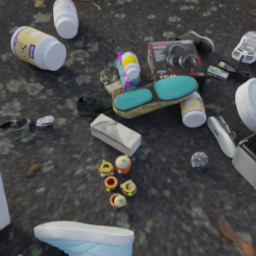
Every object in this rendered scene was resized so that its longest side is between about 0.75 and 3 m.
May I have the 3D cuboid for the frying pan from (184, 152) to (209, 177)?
[{"bbox_3d":[1.996,1.046,8.442,0.901,0.147,0.545,-25,55,3],"label":"frying pan"}]

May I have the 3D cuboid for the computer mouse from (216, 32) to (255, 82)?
[{"bbox_3d":[4.871,-2.976,11.562,1.520,0.608,2.772,30,62,26],"label":"computer mouse"}]

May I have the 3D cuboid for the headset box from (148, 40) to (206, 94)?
[{"bbox_3d":[1.779,-2.421,10.867,1.815,0.942,2.440,-4,53,-2],"label":"headset box"}]

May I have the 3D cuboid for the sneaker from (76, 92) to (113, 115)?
[{"bbox_3d":[-1.144,-0.845,9.739,1.347,0.772,0.515,-1,53,-4],"label":"sneaker"}]

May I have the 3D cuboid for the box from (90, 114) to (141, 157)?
[{"bbox_3d":[-0.407,0.231,9.015,1.577,0.539,0.648,27,56,20],"label":"box"}]

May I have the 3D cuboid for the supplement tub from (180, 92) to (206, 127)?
[{"bbox_3d":[2.193,-0.635,9.551,0.767,0.767,1.054,0,52,0],"label":"supplement tub"}]

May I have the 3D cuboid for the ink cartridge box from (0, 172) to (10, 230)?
[{"bbox_3d":[-4.322,1.898,6.625,2.292,1.658,1.687,-13,84,-10],"label":"ink cartridge box"}]

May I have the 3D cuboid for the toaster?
[{"bbox_3d":[4.294,0.965,8.049,1.734,1.138,1.918,-26,56,-19],"label":"toaster"}]

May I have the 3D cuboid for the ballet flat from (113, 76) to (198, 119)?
[{"bbox_3d":[0.914,-1.014,9.630,2.910,1.029,1.029,-17,53,-1],"label":"ballet flat"}]

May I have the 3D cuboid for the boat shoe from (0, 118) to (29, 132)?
[{"bbox_3d":[-3.812,-0.110,9.351,0.950,0.321,0.341,-16,74,-9],"label":"boat shoe"}]

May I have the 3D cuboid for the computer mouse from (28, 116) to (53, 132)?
[{"bbox_3d":[-2.946,-0.156,9.522,0.873,0.192,0.479,-14,42,-4],"label":"computer mouse"}]

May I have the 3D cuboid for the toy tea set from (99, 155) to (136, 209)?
[{"bbox_3d":[-0.262,1.471,7.992,0.952,0.592,1.600,-13,53,-10],"label":"toy tea set"}]

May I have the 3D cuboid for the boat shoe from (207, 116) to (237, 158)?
[{"bbox_3d":[3.142,0.223,8.999,0.521,0.579,1.637,-13,51,-8],"label":"boat shoe"}]

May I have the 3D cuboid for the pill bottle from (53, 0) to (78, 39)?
[{"bbox_3d":[-2.853,-4.993,12.830,1.061,1.061,1.872,-9,52,-7],"label":"pill bottle"}]

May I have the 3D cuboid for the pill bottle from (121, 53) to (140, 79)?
[{"bbox_3d":[0.097,-2.196,9.976,0.548,0.548,1.004,-7,48,-6],"label":"pill bottle"}]

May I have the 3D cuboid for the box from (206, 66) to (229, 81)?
[{"bbox_3d":[3.568,-2.179,11.190,0.783,0.136,0.431,25,56,18],"label":"box"}]

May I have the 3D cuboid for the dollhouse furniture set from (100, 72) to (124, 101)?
[{"bbox_3d":[-0.557,-1.684,10.547,0.618,0.528,1.193,-23,55,-17],"label":"dollhouse furniture set"}]

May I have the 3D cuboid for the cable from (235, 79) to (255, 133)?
[{"bbox_3d":[4.261,-0.711,9.135,1.803,0.624,1.803,-28,91,-37],"label":"cable"}]

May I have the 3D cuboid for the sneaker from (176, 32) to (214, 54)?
[{"bbox_3d":[2.825,-3.515,11.957,0.897,0.632,1.689,-25,44,-18],"label":"sneaker"}]

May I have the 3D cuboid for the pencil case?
[{"bbox_3d":[0.020,-2.038,10.629,0.776,0.843,1.824,-30,49,18],"label":"pencil case"}]

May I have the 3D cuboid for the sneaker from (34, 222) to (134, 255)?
[{"bbox_3d":[-1.154,2.890,6.699,2.562,0.947,1.050,1,80,19],"label":"sneaker"}]

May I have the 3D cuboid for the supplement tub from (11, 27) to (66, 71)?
[{"bbox_3d":[-3.553,-3.137,11.187,1.830,1.331,1.331,27,56,20],"label":"supplement tub"}]
